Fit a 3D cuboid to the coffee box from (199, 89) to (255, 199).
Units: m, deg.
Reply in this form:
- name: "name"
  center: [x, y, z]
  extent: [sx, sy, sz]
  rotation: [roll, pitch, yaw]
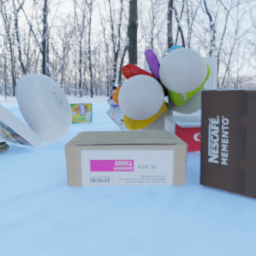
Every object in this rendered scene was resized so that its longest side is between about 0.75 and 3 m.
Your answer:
- name: "coffee box"
  center: [2.454, 0.093, 4.950]
  extent: [2.759, 1.560, 1.101]
  rotation: [-6, 9, -44]

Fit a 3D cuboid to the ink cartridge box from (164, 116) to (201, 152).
- name: "ink cartridge box"
  center: [2.059, 0.165, 7.447]
  extent: [1.912, 0.802, 1.679]
  rotation: [-1, 11, -3]

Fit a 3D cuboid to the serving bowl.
- name: "serving bowl"
  center: [-2.341, -0.699, 8.465]
  extent: [0.719, 2.186, 2.186]
  rotation: [-22, 1, 15]

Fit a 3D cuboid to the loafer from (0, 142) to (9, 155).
- name: "loafer"
  center: [-3.506, 0.441, 6.647]
  extent: [1.340, 0.467, 0.504]
  rotation: [-7, 10, -44]

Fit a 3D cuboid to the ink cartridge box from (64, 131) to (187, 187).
- name: "ink cartridge box"
  center: [-0.041, 0.489, 5.126]
  extent: [1.942, 0.729, 1.599]
  rotation: [0, 8, 0]

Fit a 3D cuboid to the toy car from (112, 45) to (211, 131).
- name: "toy car"
  center: [0.845, -1.244, 7.949]
  extent: [2.821, 2.115, 2.469]
  rotation: [-32, -24, 5]

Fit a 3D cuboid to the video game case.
- name: "video game case"
  center: [-3.972, -0.534, 7.310]
  extent: [2.676, 0.338, 2.937]
  rotation: [4, -35, 43]

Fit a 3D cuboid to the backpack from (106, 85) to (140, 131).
- name: "backpack"
  center: [0.255, -0.561, 10.175]
  extent: [1.883, 1.450, 1.793]
  rotation: [15, -22, 51]

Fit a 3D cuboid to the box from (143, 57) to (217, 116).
- name: "box"
  center: [2.144, -1.424, 11.885]
  extent: [2.914, 2.899, 1.905]
  rotation: [1, 7, 10]

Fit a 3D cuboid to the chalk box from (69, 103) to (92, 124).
- name: "chalk box"
  center: [-2.482, -0.783, 14.513]
  extent: [1.647, 1.025, 1.019]
  rotation: [-8, 10, -39]
